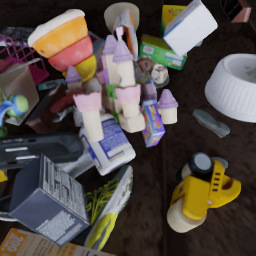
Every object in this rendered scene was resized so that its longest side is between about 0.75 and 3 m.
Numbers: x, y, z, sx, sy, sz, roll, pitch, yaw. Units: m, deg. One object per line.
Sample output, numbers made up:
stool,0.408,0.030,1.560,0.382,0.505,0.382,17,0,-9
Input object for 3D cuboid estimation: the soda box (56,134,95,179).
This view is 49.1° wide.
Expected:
soda box,-1.219,0.645,7.335,2.092,0.666,0.713,-32,56,-26

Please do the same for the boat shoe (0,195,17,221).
boat shoe,-2.191,1.676,6.469,1.928,0.582,0.712,-3,48,-3

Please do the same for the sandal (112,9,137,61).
sandal,-0.169,-3.230,9.585,0.696,0.930,2.428,-5,53,-7

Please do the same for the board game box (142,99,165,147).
board game box,0.589,-0.086,7.393,0.292,1.304,0.877,-13,73,-8

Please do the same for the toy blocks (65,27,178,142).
toy blocks,-0.192,-1.184,6.912,2.616,2.202,2.444,-12,14,-16

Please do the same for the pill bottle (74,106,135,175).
pill bottle,-0.608,0.214,6.665,0.951,0.951,1.588,-26,79,-22

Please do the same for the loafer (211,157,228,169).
loafer,2.168,0.919,7.356,0.855,0.269,0.307,6,78,-8

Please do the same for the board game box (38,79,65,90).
board game box,-2.526,-1.451,9.289,0.832,0.195,0.628,-12,16,-10

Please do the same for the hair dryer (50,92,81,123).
hair dryer,-1.490,-0.519,6.571,1.080,0.385,1.419,-31,16,-28

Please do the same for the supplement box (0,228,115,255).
supplement box,-1.242,2.960,4.889,2.589,0.952,1.632,10,37,9

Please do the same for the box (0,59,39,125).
box,-4.100,-1.206,8.450,2.251,1.439,1.227,14,50,12

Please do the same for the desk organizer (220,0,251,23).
desk organizer,4.914,-5.622,12.920,0.731,0.681,1.899,-3,48,0

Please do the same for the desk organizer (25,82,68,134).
desk organizer,-2.154,-0.533,7.980,0.567,0.609,1.582,-16,37,34

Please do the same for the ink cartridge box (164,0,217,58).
ink cartridge box,2.020,-3.441,9.365,0.838,1.455,2.513,44,27,-15

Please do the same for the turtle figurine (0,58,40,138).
turtle figurine,-3.608,-0.290,7.215,2.791,2.071,2.878,-9,27,4

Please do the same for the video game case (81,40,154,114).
video game case,-0.726,-1.647,9.152,1.892,0.235,2.644,-42,61,-6

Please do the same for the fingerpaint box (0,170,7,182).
fingerpaint box,-3.773,0.901,7.239,1.051,0.462,1.259,-17,51,-14

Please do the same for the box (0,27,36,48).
box,-4.528,-3.731,11.480,1.326,0.289,1.062,4,48,3

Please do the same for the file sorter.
file sorter,-3.963,-2.228,9.542,1.895,1.188,1.317,25,53,20

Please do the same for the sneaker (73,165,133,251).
sneaker,-0.589,1.633,6.358,0.922,0.812,2.180,20,51,17

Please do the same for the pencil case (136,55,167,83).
pencil case,0.669,-1.749,8.169,0.492,0.566,1.265,-19,32,-13

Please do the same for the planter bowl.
planter bowl,-0.206,-4.175,11.285,1.426,1.426,0.960,-5,75,-4

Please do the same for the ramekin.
ramekin,3.678,-1.357,8.639,2.409,1.122,2.409,2,41,-2

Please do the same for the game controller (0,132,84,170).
game controller,-2.286,0.503,6.165,2.531,1.320,0.533,-6,58,-2

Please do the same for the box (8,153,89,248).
box,-1.464,1.323,5.271,0.756,1.217,1.227,-40,27,4

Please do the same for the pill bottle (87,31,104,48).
pill bottle,-1.325,-3.136,10.617,0.794,0.794,1.413,-33,56,-26

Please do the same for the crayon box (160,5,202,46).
crayon box,2.150,-4.086,11.190,1.660,0.484,1.432,6,84,4

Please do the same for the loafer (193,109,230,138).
loafer,2.225,-0.093,7.694,1.105,0.348,0.397,32,45,4

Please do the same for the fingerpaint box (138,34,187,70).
fingerpaint box,1.185,-2.720,9.970,1.571,0.576,1.311,15,32,-5

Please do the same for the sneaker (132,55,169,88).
sneaker,0.460,-2.104,9.677,2.213,0.824,0.936,23,52,19

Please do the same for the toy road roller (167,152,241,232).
toy road roller,1.725,1.520,6.252,1.290,1.086,1.767,23,57,1

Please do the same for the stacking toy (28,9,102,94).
stacking toy,-1.530,-1.960,8.223,1.809,2.476,1.809,-28,16,9
